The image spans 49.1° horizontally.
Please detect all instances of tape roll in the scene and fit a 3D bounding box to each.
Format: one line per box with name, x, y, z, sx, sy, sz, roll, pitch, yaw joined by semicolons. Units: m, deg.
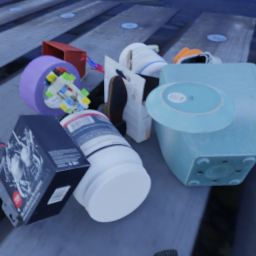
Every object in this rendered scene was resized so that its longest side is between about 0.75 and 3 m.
tape roll;-2.742;-1.458;10.023;0.866;2.038;2.038;27;46;30

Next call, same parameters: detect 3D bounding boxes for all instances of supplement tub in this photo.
supplement tub;0.739;-2.299;11.435;1.624;1.624;2.462;-13;40;-16
supplement tub;-0.770;0.877;7.214;1.815;1.815;2.587;-18;42;-22

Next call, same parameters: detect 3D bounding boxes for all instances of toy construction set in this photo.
toy construction set;-1.650;-0.987;7.744;0.945;1.346;2.052;-48;9;-6

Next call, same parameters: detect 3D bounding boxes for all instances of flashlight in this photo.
flashlight;-3.163;1.264;7.392;2.743;0.929;0.932;36;28;32

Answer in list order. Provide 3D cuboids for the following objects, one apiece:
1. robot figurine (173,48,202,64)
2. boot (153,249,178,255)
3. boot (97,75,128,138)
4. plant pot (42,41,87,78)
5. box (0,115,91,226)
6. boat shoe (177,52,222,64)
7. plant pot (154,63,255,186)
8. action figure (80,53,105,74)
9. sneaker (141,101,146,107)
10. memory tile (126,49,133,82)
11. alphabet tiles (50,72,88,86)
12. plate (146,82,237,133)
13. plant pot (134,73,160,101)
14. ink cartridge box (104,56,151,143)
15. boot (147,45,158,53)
robot figurine;2.854;-2.187;11.315;1.405;1.733;2.409;-24;58;-12
boot;1.087;2.928;5.734;1.113;0.419;0.832;-1;38;-1
boot;-0.617;-0.686;8.676;0.794;2.125;1.030;-25;38;-38
plant pot;-2.710;-2.861;12.236;1.588;1.586;1.399;30;35;32
box;-1.941;0.886;6.176;0.925;1.777;1.618;-3;44;-51
boat shoe;2.531;-2.165;9.742;2.361;0.841;0.824;-18;74;-28
plant pot;2.212;0.095;7.761;2.619;2.626;2.675;-1;52;-1
action figure;-1.097;-2.012;8.995;0.949;0.245;0.310;30;43;-32
sneaker;0.325;-0.975;9.731;0.664;1.639;0.616;-6;56;-16
memory tile;0.045;-2.154;9.865;0.117;1.066;1.391;-1;5;-4
alphabet tiles;-3.167;-2.426;12.865;2.400;0.076;1.997;10;39;12
plate;1.284;-0.551;5.741;1.843;0.236;1.843;0;40;0
plant pot;0.506;-1.195;8.539;0.817;0.727;0.819;13;5;3
ink cartridge box;-0.021;-0.957;9.017;0.593;2.364;1.917;-24;46;-32
boot;1.147;-3.996;14.594;0.916;0.427;1.184;-4;37;-6
